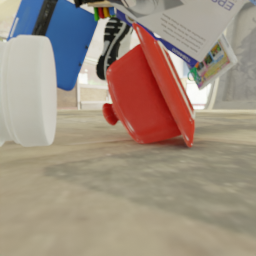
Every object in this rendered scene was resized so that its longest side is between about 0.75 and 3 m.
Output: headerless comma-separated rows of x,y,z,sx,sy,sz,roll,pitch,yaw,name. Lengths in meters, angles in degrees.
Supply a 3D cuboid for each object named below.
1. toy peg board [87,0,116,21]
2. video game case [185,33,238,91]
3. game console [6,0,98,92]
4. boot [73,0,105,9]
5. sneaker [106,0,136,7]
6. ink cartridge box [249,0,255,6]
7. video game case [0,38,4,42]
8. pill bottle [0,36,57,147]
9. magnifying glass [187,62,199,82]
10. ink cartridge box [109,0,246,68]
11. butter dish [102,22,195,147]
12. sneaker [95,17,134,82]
-0.482,-3.667,8.697,1.098,0.540,1.103,19,39,38,toy peg board
2.807,-2.800,10.379,0.286,2.195,2.411,-20,-10,-19,video game case
-2.697,-2.909,9.413,2.334,2.735,1.618,22,2,36,game console
-1.016,-3.355,6.701,0.772,1.032,0.388,-19,-13,-3,boot
-0.559,-2.905,4.921,0.990,0.978,2.494,-9,-8,15,sneaker
4.002,-3.518,6.956,1.477,2.165,0.826,-23,-37,-2,ink cartridge box
-3.878,-2.151,8.242,1.622,0.290,1.470,9,-34,40,video game case
-2.353,-0.424,3.293,2.815,1.638,1.638,-1,5,-7,pill bottle
2.448,-2.146,10.350,0.369,0.928,0.104,25,-3,-26,magnifying glass
0.879,-2.700,6.384,2.709,0.551,2.715,33,-26,3,ink cartridge box
0.240,-0.525,5.140,1.559,2.103,2.109,-25,2,16,butter dish
-0.412,-3.030,10.644,1.054,2.860,1.144,19,-1,22,sneaker
